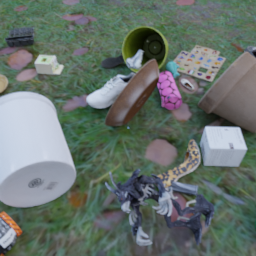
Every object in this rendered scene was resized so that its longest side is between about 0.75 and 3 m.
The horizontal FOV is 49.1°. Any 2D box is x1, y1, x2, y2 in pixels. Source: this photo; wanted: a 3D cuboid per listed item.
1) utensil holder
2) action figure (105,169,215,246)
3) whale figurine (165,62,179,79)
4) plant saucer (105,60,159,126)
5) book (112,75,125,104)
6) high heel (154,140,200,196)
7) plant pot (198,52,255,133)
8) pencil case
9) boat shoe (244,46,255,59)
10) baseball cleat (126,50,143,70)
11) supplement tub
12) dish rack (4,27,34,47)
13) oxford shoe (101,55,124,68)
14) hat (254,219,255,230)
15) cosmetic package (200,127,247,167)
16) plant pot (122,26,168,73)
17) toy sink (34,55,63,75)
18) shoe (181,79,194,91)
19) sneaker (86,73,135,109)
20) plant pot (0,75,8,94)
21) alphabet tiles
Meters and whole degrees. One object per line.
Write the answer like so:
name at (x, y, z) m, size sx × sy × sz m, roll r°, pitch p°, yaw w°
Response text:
utensil holder at (-2.990, 0.643, 8.423) m, size 2.295 × 2.295 × 2.701 m, roll -18°, pitch 51°, yaw -16°
action figure at (0.719, 2.077, 7.249) m, size 2.846 × 1.692 × 1.452 m, roll 18°, pitch 34°, yaw -3°
whale figurine at (1.997, -2.625, 12.609) m, size 0.667 × 0.435 × 0.839 m, roll -28°, pitch 58°, yaw 15°
plant saucer at (0.276, -1.060, 9.787) m, size 0.520 × 2.841 × 2.841 m, roll 39°, pitch 56°, yaw 6°
book at (-0.423, -1.611, 11.838) m, size 1.043 × 0.375 × 1.562 m, roll 21°, pitch 52°, yaw 25°
high heel at (1.538, 1.108, 9.007) m, size 1.420 × 0.711 × 1.992 m, roll 11°, pitch 57°, yaw 2°
plant pot at (4.157, -1.038, 10.020) m, size 2.212 × 2.536 × 2.536 m, roll 45°, pitch 59°, yaw 12°
pencil case at (1.604, -1.552, 11.505) m, size 0.814 × 0.789 × 1.738 m, roll -21°, pitch 44°, yaw 11°
boat shoe at (6.155, -3.244, 13.044) m, size 0.840 × 0.716 × 2.514 m, roll -1°, pitch 47°, yaw -1°
baseball cleat at (0.248, -2.647, 10.707) m, size 0.619 × 0.405 × 1.163 m, roll 4°, pitch 41°, yaw 4°
supplement tub at (-3.574, 2.967, 7.052) m, size 0.973 × 0.973 × 1.588 m, roll 30°, pitch 54°, yaw 25°
dish rack at (-5.648, -4.921, 14.751) m, size 1.418 × 0.504 × 1.848 m, roll -8°, pitch 48°, yaw -9°
oxford shoe at (-0.626, -3.105, 13.167) m, size 1.308 × 0.466 × 0.466 m, roll -14°, pitch 5°, yaw 1°
hat at (3.764, 2.889, 7.668) m, size 2.911 × 2.562 × 2.411 m, roll 24°, pitch 37°, yaw -38°
cosmetic package at (3.114, 0.629, 9.310) m, size 1.167 × 0.963 × 0.962 m, roll 1°, pitch 47°, yaw 1°
plant pot at (0.986, -3.508, 12.494) m, size 1.956 × 1.956 × 1.884 m, roll 17°, pitch 25°, yaw 15°
toy sink at (-3.600, -2.894, 12.806) m, size 1.063 × 0.596 × 0.693 m, roll 6°, pitch 48°, yaw 6°
shoe at (2.549, -1.881, 12.078) m, size 0.264 × 0.202 × 0.755 m, roll -50°, pitch 58°, yaw 11°
sneaker at (-0.604, -1.523, 10.887) m, size 2.264 × 0.986 × 0.843 m, roll -26°, pitch 61°, yaw -12°
plant pot at (-5.977, -1.744, 12.008) m, size 1.634 × 0.225 × 1.634 m, roll 0°, pitch 47°, yaw 0°
alphabet tiles at (3.404, -3.201, 13.443) m, size 2.102 × 0.095 × 2.515 m, roll 23°, pitch 51°, yaw 20°
